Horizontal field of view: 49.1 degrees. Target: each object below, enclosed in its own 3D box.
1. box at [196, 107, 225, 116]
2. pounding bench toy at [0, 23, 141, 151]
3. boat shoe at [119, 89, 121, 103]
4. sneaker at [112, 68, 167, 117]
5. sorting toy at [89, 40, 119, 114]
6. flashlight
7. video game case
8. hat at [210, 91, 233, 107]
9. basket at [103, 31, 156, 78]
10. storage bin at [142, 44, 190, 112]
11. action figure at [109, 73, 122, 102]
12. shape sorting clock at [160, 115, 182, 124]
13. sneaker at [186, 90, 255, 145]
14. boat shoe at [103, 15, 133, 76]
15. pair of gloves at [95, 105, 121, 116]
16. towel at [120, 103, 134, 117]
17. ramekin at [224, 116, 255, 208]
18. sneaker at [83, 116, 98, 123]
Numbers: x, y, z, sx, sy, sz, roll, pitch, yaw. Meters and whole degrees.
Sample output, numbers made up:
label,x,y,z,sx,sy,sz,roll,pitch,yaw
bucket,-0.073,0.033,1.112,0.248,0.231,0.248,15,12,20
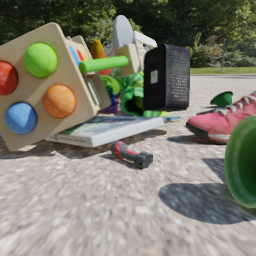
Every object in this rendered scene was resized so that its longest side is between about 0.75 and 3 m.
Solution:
label,x,y,z,sx,sy,sz,roll,pitch,yaw
box,2.202,-0.238,6.932,0.799,0.344,0.654,-14,15,-10
pounding bench toy,-1.074,-0.958,5.295,2.656,1.650,2.072,-22,8,8
boat shoe,0.482,-1.401,11.618,2.268,0.847,0.776,-9,-15,-10
sneaker,0.156,-0.955,7.662,0.942,0.835,2.254,-14,49,-31
sorting toy,-0.719,-1.526,7.529,0.947,0.941,2.731,-5,42,-13
flashlight,0.052,0.413,4.571,0.282,0.281,0.831,-2,10,-43
video game case,-0.502,0.013,5.801,1.857,0.217,1.688,-17,13,-41
hat,3.584,-0.756,10.123,0.850,0.903,1.026,-4,-27,-29
basket,-0.135,-2.543,11.801,2.690,1.660,1.823,-20,-10,33
storage bin,0.807,-1.043,6.114,0.634,1.352,0.914,0,-1,-27
action figure,-0.677,-1.483,10.328,2.771,1.414,1.647,8,33,18
shape sorting clock,0.859,-0.175,6.453,0.770,0.151,0.770,-7,8,1
sneaker,2.466,-0.318,5.794,2.559,1.110,0.943,-1,15,1
boat shoe,-0.373,-2.673,9.525,0.937,2.197,0.812,-14,-15,43
pair of gloves,-1.250,-0.599,8.940,1.563,0.322,1.838,11,18,28
towel,0.160,-0.790,8.883,0.349,0.802,1.437,32,4,-20
ramekin,1.558,0.387,3.137,0.494,1.011,1.011,6,12,-10
sneaker,-1.089,-0.408,7.154,0.421,0.608,1.008,-34,21,-12
